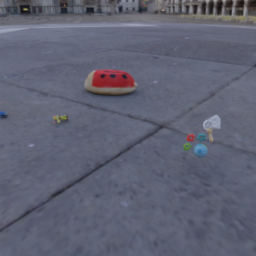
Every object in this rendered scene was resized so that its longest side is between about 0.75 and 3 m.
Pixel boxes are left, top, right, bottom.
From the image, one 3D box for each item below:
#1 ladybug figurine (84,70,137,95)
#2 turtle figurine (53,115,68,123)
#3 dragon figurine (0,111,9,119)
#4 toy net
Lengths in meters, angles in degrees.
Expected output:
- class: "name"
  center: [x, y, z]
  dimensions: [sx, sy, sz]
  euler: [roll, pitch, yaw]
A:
- class: "ladybug figurine"
  center: [-0.899, -2.397, 14.414]
  dimensions: [2.776, 0.999, 1.885]
  euler: [4, 26, 9]
- class: "turtle figurine"
  center: [-2.715, -0.403, 11.173]
  dimensions: [0.615, 0.246, 0.763]
  euler: [-5, 21, -18]
- class: "dragon figurine"
  center: [-5.190, -0.531, 11.459]
  dimensions: [0.822, 0.242, 0.409]
  euler: [22, 33, 39]
- class: "toy net"
  center: [2.180, 0.194, 8.149]
  dimensions: [0.708, 1.349, 0.261]
  euler: [31, 16, 17]
